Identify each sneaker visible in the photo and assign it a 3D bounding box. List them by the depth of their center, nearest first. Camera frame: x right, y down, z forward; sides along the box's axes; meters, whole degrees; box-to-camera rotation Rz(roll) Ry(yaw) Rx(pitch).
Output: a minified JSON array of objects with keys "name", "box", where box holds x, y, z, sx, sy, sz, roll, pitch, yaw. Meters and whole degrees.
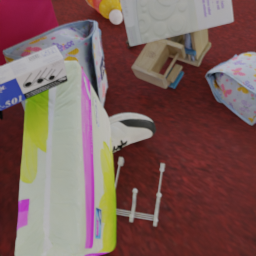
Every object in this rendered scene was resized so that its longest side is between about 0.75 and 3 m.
[{"name":"sneaker","box":[-0.638,0.411,6.834,2.801,1.032,1.120,-12,60,-7]}]

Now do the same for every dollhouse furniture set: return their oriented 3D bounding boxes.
[{"name":"dollhouse furniture set","box":[1.234,-2.612,9.631,1.987,1.998,2.836,27,79,26]}]

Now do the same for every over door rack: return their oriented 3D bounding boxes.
[{"name":"over door rack","box":[0.179,1.264,6.002,1.087,0.490,1.471,8,52,7]}]

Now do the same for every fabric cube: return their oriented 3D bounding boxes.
[{"name":"fabric cube","box":[-4.065,-3.395,7.042,2.998,2.989,2.941,26,64,15]}]

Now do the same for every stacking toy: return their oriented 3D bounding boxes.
[{"name":"stacking toy","box":[-0.859,-5.708,13.074,1.805,1.805,2.470,-16,65,-17]}]

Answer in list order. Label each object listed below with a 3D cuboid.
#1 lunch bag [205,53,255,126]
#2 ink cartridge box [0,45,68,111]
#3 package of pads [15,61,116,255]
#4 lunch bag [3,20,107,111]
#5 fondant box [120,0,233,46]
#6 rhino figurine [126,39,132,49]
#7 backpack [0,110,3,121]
[{"name":"lunch bag","box":[3.541,-1.293,8.303,1.685,1.263,1.987,-30,61,-26]},{"name":"ink cartridge box","box":[-1.390,-0.617,3.668,1.164,0.547,0.257,-28,72,-17]},{"name":"package of pads","box":[-0.906,0.668,4.902,1.012,2.292,2.967,-7,67,7]},{"name":"lunch bag","box":[-1.574,-1.450,7.677,1.708,2.279,2.687,25,48,28]},{"name":"fondant box","box":[1.000,-2.911,6.198,2.308,1.665,0.672,-9,16,15]},{"name":"rhino figurine","box":[0.191,-3.541,11.312,0.523,0.357,1.195,-2,43,20]},{"name":"backpack","box":[-3.180,-1.373,4.398,1.994,1.931,2.376,-8,67,-21]}]
